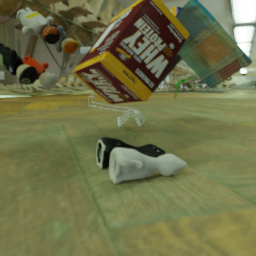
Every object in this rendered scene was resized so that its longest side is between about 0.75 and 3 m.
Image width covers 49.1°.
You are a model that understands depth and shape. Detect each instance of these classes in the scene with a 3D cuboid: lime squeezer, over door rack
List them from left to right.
[{"bbox_3d":[-0.652,-0.771,13.759,2.780,0.926,2.054,20,8,-6],"label":"over door rack"},{"bbox_3d":[2.061,-1.639,10.574,0.417,1.182,0.223,42,7,-13],"label":"lime squeezer"}]

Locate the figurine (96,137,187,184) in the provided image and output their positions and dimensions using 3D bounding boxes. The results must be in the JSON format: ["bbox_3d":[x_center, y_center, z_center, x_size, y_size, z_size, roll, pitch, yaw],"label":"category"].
[{"bbox_3d":[0.292,0.704,6.504,1.686,0.744,1.728,1,9,-21],"label":"figurine"}]

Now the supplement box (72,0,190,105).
[{"bbox_3d":[0.003,-2.215,8.482,1.659,2.498,2.464,40,-17,-24],"label":"supplement box"}]

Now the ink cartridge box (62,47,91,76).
[{"bbox_3d":[-1.526,-2.378,10.011,1.516,0.328,1.488,-8,-14,-27],"label":"ink cartridge box"}]

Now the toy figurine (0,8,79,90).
[{"bbox_3d":[-2.601,-2.236,8.286,1.423,2.013,2.045,39,6,9],"label":"toy figurine"}]

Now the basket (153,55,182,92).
[{"bbox_3d":[1.415,-3.113,13.001,1.621,2.383,2.149,42,6,-30],"label":"basket"}]

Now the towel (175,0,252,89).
[{"bbox_3d":[2.352,-2.578,8.899,0.287,2.643,1.938,-46,5,-28],"label":"towel"}]

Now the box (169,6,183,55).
[{"bbox_3d":[1.386,-3.380,10.481,1.780,0.620,2.990,22,-21,-40],"label":"box"}]
